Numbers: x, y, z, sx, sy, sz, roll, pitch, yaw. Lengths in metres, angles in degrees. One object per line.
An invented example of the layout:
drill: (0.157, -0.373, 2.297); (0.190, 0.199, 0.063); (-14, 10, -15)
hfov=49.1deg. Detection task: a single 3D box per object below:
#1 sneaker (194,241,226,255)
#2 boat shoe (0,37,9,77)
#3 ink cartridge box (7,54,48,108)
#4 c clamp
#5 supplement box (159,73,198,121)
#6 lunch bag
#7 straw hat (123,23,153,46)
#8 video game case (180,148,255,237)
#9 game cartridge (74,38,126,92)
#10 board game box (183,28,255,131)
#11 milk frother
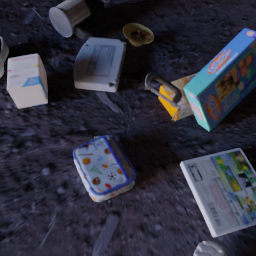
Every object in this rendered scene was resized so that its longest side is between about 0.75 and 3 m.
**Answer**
sneaker: (1.522, 3.527, 5.669); (0.851, 0.933, 2.276); (16, 70, 46)
boat shoe: (-4.870, -2.525, 10.101); (0.711, 0.726, 2.037); (-1, 54, -1)
ink cartridge box: (-3.284, -1.620, 9.243); (1.016, 0.990, 1.580); (-11, 56, -4)
c clamp: (1.058, -1.053, 8.315); (1.450, 0.196, 1.238); (39, 50, 4)
supplement box: (2.036, -1.077, 9.095); (1.750, 0.644, 1.103); (-22, 57, -15)
lunch bag: (-0.638, 1.014, 7.605); (1.397, 0.659, 1.743); (-21, 58, -17)
straw hat: (0.342, -3.488, 10.937); (1.217, 0.515, 1.217); (7, 58, -12)
video game case: (2.630, 1.593, 7.372); (1.884, 0.227, 2.067); (-11, 54, -13)
game cartridge: (-1.043, -2.330, 10.148); (1.653, 0.502, 2.480); (9, 54, 2)
board game box: (2.817, -1.299, 8.033); (2.425, 1.844, 0.546); (-44, 50, -5)
milk frother: (-1.771, -4.794, 10.921); (1.897, 2.102, 1.977); (34, 61, 17)
